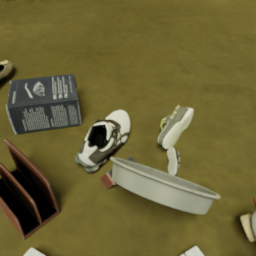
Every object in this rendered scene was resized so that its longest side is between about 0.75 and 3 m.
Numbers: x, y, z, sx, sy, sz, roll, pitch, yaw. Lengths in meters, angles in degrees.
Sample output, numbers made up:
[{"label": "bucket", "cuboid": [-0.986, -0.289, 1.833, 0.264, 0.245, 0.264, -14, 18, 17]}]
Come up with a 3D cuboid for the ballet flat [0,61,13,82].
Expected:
[{"label": "ballet flat", "cuboid": [-5.762, -2.211, 11.950, 0.936, 0.644, 2.779, -11, 39, 20]}]

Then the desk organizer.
[{"label": "desk organizer", "cuboid": [-0.250, 1.285, 8.162, 1.161, 0.447, 0.416, -29, 83, -49]}]

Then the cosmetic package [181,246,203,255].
[{"label": "cosmetic package", "cuboid": [1.316, 3.039, 6.255, 0.782, 0.290, 0.398, -22, 48, -22]}]

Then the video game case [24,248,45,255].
[{"label": "video game case", "cuboid": [-1.809, 3.703, 5.106, 2.228, 0.290, 2.448, 18, 39, 22]}]

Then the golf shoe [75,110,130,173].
[{"label": "golf shoe", "cuboid": [-0.574, 0.152, 8.724, 1.051, 1.277, 2.703, 28, 48, 5]}]

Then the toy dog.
[{"label": "toy dog", "cuboid": [3.042, 2.351, 5.644, 1.616, 1.180, 2.451, -37, 23, 2]}]

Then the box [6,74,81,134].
[{"label": "box", "cuboid": [-2.982, -0.902, 10.097, 2.354, 1.228, 1.742, -8, 41, -9]}]

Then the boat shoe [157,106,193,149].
[{"label": "boat shoe", "cuboid": [1.509, -0.075, 9.501, 0.680, 0.813, 2.275, 23, 40, 23]}]

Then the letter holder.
[{"label": "letter holder", "cuboid": [-2.905, 1.451, 7.172, 2.128, 1.512, 1.070, 33, 51, 32]}]

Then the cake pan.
[{"label": "cake pan", "cuboid": [0.793, 1.383, 6.812, 2.749, 2.749, 0.504, 18, 87, 20]}]

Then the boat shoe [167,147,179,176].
[{"label": "boat shoe", "cuboid": [1.412, 1.057, 8.532, 0.313, 0.383, 1.036, 31, 34, -24]}]
